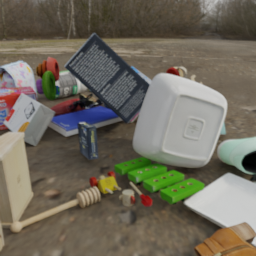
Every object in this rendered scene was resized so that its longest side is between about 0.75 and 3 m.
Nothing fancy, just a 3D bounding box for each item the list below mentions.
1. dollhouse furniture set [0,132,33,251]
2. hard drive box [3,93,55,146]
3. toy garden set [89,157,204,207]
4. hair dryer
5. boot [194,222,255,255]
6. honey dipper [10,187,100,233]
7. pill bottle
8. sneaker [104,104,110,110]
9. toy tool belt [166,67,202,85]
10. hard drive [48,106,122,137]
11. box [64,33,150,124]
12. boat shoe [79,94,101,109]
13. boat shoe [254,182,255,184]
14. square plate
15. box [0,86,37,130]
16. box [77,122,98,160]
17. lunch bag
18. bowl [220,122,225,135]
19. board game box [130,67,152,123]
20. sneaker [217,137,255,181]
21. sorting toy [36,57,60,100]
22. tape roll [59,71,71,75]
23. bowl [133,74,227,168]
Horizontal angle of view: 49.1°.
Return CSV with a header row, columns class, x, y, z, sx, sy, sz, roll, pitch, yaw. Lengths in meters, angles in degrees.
class,x,y,z,sx,sy,sz,roll,pitch,yaw
dollhouse furniture set,-3.473,1.183,5.434,2.476,1.615,2.337,0,22,2
hard drive box,-3.344,-0.313,9.395,1.648,1.284,0.633,24,-7,46
toy garden set,0.305,1.342,6.352,1.758,0.421,2.109,-12,18,-33
hair dryer,-2.189,-0.974,11.148,2.362,0.642,1.799,-20,-8,20
boot,1.810,2.217,4.407,1.081,0.534,1.392,-19,46,-15
honey dipper,-1.481,1.702,5.844,1.881,0.357,0.357,-16,27,-29
pill bottle,-3.140,-2.130,14.073,1.981,1.120,1.120,-18,28,-36
sneaker,0.242,-1.214,12.046,2.586,0.907,1.007,8,36,25
toy tool belt,1.765,-0.950,8.438,1.208,1.935,1.189,-2,18,45
hard drive,-1.647,-0.314,10.731,2.429,0.308,1.603,-17,26,-36
box,-0.578,-1.562,9.593,2.697,1.444,2.002,43,0,-3
boat shoe,-1.716,-1.144,12.626,0.520,0.532,1.407,-11,32,-39
boat shoe,3.279,1.354,6.745,0.862,0.295,0.322,-3,23,-7
square plate,2.438,1.705,5.924,1.811,0.260,1.828,-18,29,-37
box,-4.764,-0.708,10.454,2.569,1.281,1.226,-12,25,-26
box,-1.168,0.348,8.018,0.293,0.906,1.149,-8,11,-21
lunch bag,-4.976,-1.863,12.370,1.245,1.959,1.661,4,23,9
bowl,2.675,-0.238,9.573,1.368,0.716,1.368,7,5,-1
board game box,0.124,-1.387,11.207,1.794,1.795,0.232,44,3,33
sneaker,3.870,0.680,7.232,2.660,0.979,1.569,-10,10,0
sorting toy,-3.046,-1.700,10.197,0.827,1.210,2.014,-5,42,2
tape roll,-3.302,-2.982,16.930,2.374,0.571,2.374,1,22,0
bowl,1.450,-0.060,7.082,2.281,2.277,0.851,14,8,-24
